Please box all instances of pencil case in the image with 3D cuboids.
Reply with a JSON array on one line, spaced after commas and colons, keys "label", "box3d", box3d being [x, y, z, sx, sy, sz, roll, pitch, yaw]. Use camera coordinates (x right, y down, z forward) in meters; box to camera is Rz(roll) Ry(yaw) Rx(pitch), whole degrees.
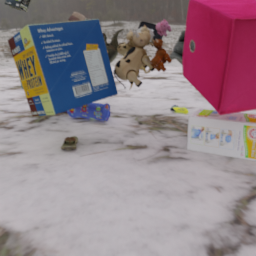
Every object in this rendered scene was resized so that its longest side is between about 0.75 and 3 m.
[{"label": "pencil case", "box3d": [-1.704, -0.748, 12.312, 1.978, 0.772, 0.859, 7, -10, 25]}]

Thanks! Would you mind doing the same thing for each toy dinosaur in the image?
[{"label": "toy dinosaur", "box3d": [-1.192, -3.508, 13.261, 2.843, 1.454, 1.094, -41, 16, 3]}, {"label": "toy dinosaur", "box3d": [0.407, -2.654, 12.052, 1.075, 2.126, 0.619, 2, 9, -30]}]

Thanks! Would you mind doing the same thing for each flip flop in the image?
[{"label": "flip flop", "box3d": [-1.839, 0.424, 8.909, 0.490, 0.348, 1.207, 0, 16, 0]}]

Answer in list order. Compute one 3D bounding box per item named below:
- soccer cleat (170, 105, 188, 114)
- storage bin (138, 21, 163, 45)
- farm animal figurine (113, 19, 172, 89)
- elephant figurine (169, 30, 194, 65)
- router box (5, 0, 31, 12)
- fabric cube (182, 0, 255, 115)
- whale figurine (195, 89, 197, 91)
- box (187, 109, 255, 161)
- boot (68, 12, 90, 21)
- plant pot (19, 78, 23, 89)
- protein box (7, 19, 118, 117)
[{"label": "soccer cleat", "box3d": [2.485, -0.831, 13.611, 0.431, 0.333, 1.031, -41, 38, -21]}, {"label": "storage bin", "box3d": [0.972, -4.146, 12.362, 1.096, 0.741, 0.514, 17, -8, 9]}, {"label": "farm animal figurine", "box3d": [0.368, -2.650, 8.996, 1.957, 1.219, 2.423, -28, 39, 29]}, {"label": "elephant figurine", "box3d": [2.243, -2.847, 10.510, 2.155, 1.672, 1.525, 24, 55, 30]}, {"label": "router box", "box3d": [-3.021, -3.619, 7.751, 0.844, 0.633, 0.262, 27, 9, 35]}, {"label": "fabric cube", "box3d": [3.026, -2.035, 7.352, 2.406, 2.361, 2.399, -8, 35, -9]}, {"label": "whale figurine", "box3d": [5.549, -2.896, 18.530, 2.284, 1.490, 2.871, -1, 17, -2]}, {"label": "box", "box3d": [3.019, 0.150, 8.482, 2.153, 1.091, 1.211, 9, 19, 28]}, {"label": "boot", "box3d": [-2.115, -3.377, 9.964, 2.045, 1.495, 0.718, 20, 2, 3]}, {"label": "plant pot", "box3d": [-3.352, -2.395, 11.245, 1.525, 1.525, 2.158, 11, 39, 9]}, {"label": "protein box", "box3d": [-1.902, -1.803, 8.458, 2.329, 2.346, 1.583, -24, 14, -38]}]
